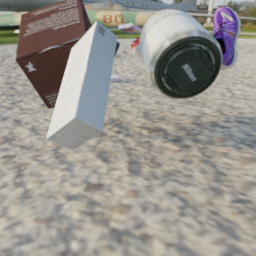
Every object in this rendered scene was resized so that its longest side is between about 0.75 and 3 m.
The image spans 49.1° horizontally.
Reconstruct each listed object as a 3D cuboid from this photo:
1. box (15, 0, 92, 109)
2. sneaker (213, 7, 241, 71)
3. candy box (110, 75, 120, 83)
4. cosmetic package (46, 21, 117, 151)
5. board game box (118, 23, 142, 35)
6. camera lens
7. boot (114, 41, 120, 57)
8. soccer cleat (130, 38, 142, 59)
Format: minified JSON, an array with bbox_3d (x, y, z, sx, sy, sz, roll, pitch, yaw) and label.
[{"bbox_3d":[-2.349,-2.762,10.267,2.429,2.405,2.928,-16,50,3],"label":"box"},{"bbox_3d":[3.440,-3.336,10.086,0.984,2.440,1.018,-11,-19,40],"label":"sneaker"},{"bbox_3d":[-1.008,-3.227,18.363,0.708,0.302,0.844,-12,26,-25],"label":"candy box"},{"bbox_3d":[-0.899,-0.929,5.901,1.090,0.668,2.640,-28,44,40],"label":"cosmetic package"},{"bbox_3d":[0.108,-4.459,12.675,0.785,0.162,0.787,6,-2,40],"label":"board game box"},{"bbox_3d":[1.650,-2.532,9.472,2.303,2.303,2.879,-3,39,-7],"label":"camera lens"},{"bbox_3d":[-0.817,-1.951,8.102,0.701,1.553,0.565,25,9,-44],"label":"boot"},{"bbox_3d":[1.010,-3.924,12.381,2.053,0.875,0.705,-45,8,-14],"label":"soccer cleat"}]
